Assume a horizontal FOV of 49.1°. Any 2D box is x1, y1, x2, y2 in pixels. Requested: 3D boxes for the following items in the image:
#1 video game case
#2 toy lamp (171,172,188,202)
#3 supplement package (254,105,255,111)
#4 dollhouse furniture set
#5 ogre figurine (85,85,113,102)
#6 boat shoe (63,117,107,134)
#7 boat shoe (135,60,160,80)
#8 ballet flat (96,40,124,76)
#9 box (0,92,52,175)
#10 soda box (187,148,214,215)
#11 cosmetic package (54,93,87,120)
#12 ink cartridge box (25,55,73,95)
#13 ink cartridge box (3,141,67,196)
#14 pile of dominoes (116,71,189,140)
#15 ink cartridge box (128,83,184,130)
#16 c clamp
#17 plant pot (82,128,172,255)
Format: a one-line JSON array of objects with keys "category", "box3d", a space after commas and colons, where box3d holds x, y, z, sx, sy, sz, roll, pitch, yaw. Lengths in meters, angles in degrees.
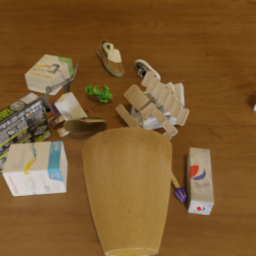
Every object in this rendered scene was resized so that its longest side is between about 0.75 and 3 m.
[{"category": "video game case", "box3d": [1.186, -0.979, 11.143, 1.550, 0.184, 1.411, -24, 51, 16]}, {"category": "toy lamp", "box3d": [1.558, 1.783, 9.322, 0.420, 0.420, 1.442, -12, 46, -12]}, {"category": "supplement package", "box3d": [6.041, -1.357, 11.736, 0.875, 1.539, 0.843, 28, 51, 26]}, {"category": "dollhouse furniture set", "box3d": [-2.803, -0.365, 11.749, 1.217, 1.359, 1.715, -25, 5, 32]}, {"category": "ogre figurine", "box3d": [-1.254, -1.537, 12.340, 0.864, 1.442, 0.707, 13, 76, -36]}, {"category": "boat shoe", "box3d": [-1.615, -0.106, 10.619, 1.624, 0.594, 0.526, 3, 19, -11]}, {"category": "boat shoe", "box3d": [0.797, -2.770, 13.912, 0.596, 0.631, 1.760, -26, 57, -26]}, {"category": "ballet flat", "box3d": [-0.905, -3.780, 14.586, 0.933, 0.995, 2.750, -3, 41, -27]}, {"category": "box", "box3d": [-3.947, 0.185, 9.836, 0.547, 1.981, 2.473, 28, 51, 25]}, {"category": "soda box", "box3d": [2.326, 1.683, 9.183, 0.685, 0.737, 2.159, 6, 45, 6]}, {"category": "cosmetic package", "box3d": [-2.213, -0.625, 11.081, 0.486, 1.365, 0.692, -8, 34, 34]}, {"category": "ink cartridge box", "box3d": [-3.750, -2.587, 13.490, 1.458, 0.878, 2.007, 13, 47, 12]}, {"category": "ink cartridge box", "box3d": [-2.957, 1.326, 9.170, 1.703, 1.249, 1.244, -4, 44, -5]}, {"category": "pile of dominoes", "box3d": [0.954, -0.636, 10.824, 2.098, 0.429, 2.692, -44, 67, 11]}, {"category": "ink cartridge box", "box3d": [1.225, -0.858, 11.813, 2.244, 0.486, 2.203, -12, 41, 21]}, {"category": "c clamp", "box3d": [-2.765, -1.503, 11.127, 0.277, 1.745, 2.043, 29, 38, 10]}, {"category": "plant pot", "box3d": [0.012, 1.932, 7.817, 2.742, 2.742, 2.943, -1, 56, -1]}]
